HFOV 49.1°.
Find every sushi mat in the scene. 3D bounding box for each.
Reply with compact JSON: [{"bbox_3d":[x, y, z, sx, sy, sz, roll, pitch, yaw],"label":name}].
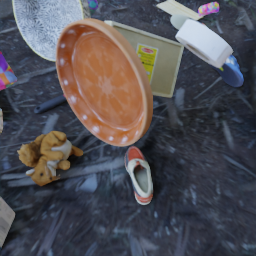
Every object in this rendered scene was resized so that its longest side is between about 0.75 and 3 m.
[{"bbox_3d":[2.333,-5.303,12.714,0.982,0.124,2.053,-34,60,-22],"label":"sushi mat"}]

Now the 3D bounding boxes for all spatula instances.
[{"bbox_3d":[-1.786,-1.092,9.350,2.814,0.289,0.795,-23,54,-16],"label":"spatula"}]

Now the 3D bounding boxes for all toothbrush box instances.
[{"bbox_3d":[-3.925,1.861,6.235,2.173,1.591,0.927,10,53,6],"label":"toothbrush box"}]

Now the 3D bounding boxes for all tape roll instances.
[{"bbox_3d":[1.785,-1.973,6.622,1.329,1.329,0.465,44,105,28],"label":"tape roll"}]

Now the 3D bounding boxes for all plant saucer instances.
[{"bbox_3d":[-0.471,-0.779,5.184,2.390,2.390,0.386,38,51,25],"label":"plant saucer"}]

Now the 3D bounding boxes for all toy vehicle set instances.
[{"bbox_3d":[0.315,-1.499,6.507,2.169,1.348,0.288,4,14,-37],"label":"toy vehicle set"}]

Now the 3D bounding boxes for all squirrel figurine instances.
[{"bbox_3d":[-2.227,0.848,7.566,1.470,1.040,1.372,13,63,27],"label":"squirrel figurine"}]

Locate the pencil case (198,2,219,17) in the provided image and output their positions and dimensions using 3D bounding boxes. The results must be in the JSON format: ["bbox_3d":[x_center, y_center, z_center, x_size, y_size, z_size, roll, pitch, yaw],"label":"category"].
[{"bbox_3d":[2.839,-4.186,9.918,0.376,0.376,0.850,-21,16,-16],"label":"pencil case"}]

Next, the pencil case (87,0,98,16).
[{"bbox_3d":[-1.309,-4.025,9.391,0.416,0.383,0.901,-14,9,-20],"label":"pencil case"}]

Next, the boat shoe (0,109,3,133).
[{"bbox_3d":[-2.862,-0.044,5.847,0.481,0.427,1.306,-16,23,-9],"label":"boat shoe"}]

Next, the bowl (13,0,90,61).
[{"bbox_3d":[-1.945,-3.272,8.008,2.495,2.495,1.171,25,36,18],"label":"bowl"}]

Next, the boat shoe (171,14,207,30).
[{"bbox_3d":[1.955,-3.352,9.058,1.288,0.458,0.403,14,33,-11],"label":"boat shoe"}]

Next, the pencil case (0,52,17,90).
[{"bbox_3d":[-3.319,-1.796,6.172,0.938,2.122,0.938,-17,28,10],"label":"pencil case"}]

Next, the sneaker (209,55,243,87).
[{"bbox_3d":[3.609,-2.184,9.970,0.740,0.665,1.799,-16,55,-15],"label":"sneaker"}]

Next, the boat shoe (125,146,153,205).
[{"bbox_3d":[0.286,1.152,7.456,0.611,0.537,1.715,-9,51,-5],"label":"boat shoe"}]
